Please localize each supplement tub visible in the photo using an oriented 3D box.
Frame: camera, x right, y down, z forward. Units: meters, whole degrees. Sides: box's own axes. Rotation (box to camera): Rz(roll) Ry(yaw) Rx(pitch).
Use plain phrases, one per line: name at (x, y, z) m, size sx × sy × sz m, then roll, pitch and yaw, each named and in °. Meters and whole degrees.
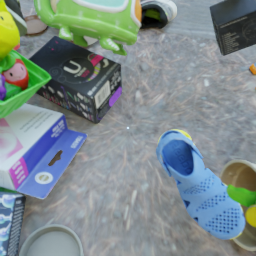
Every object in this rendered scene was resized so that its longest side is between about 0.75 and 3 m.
supplement tub at (-1.919, -4.138, 10.142) m, size 1.543 × 1.543 × 2.137 m, roll -27°, pitch 61°, yaw -16°

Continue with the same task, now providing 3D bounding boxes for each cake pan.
cake pan at (-1.726, 2.938, 6.313) m, size 1.431 × 0.262 × 1.431 m, roll 0°, pitch 57°, yaw 0°

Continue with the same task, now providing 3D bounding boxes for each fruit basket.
fruit basket at (-2.726, -1.426, 5.712) m, size 1.881 × 2.608 × 2.608 m, roll 34°, pitch 61°, yaw -6°

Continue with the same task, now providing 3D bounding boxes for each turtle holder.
turtle holder at (-0.941, -3.067, 7.170) m, size 2.682 × 2.038 × 1.904 m, roll 19°, pitch 103°, yaw 25°

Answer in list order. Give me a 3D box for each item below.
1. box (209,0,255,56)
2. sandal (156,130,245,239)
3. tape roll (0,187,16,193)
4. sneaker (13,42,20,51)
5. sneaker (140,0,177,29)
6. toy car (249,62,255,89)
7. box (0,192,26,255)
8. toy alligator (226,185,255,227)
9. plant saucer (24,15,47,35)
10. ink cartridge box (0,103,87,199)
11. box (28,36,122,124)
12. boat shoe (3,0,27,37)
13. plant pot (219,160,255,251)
box at (2.781, -2.611, 7.009) m, size 1.184 × 1.164 × 0.734 m, roll -17°, pitch 60°, yaw 17°
sandal at (1.239, 0.992, 5.351) m, size 0.972 × 1.065 × 2.445 m, roll -39°, pitch 66°, yaw 7°
tape roll at (-4.389, 1.538, 6.948) m, size 2.996 × 0.720 × 2.996 m, roll 0°, pitch 57°, yaw 0°
sneaker at (-4.549, -2.602, 9.813) m, size 1.641 × 0.605 × 0.712 m, roll -19°, pitch 70°, yaw -5°
sneaker at (0.397, -4.511, 10.671) m, size 2.817 × 1.039 × 1.232 m, roll 18°, pitch 53°, yaw 6°
toy car at (4.489, -1.768, 9.270) m, size 0.632 × 0.428 × 1.288 m, roll 0°, pitch 56°, yaw 0°
box at (-3.181, 2.463, 5.354) m, size 1.853 × 1.337 × 2.497 m, roll 6°, pitch 76°, yaw -11°
toy alligator at (2.198, 1.318, 3.670) m, size 1.920 × 0.521 × 0.569 m, roll 41°, pitch 32°, yaw 19°
plant saucer at (-3.655, -3.953, 10.829) m, size 1.111 × 0.191 × 1.111 m, roll 0°, pitch 58°, yaw 1°
ink cartridge box at (-2.807, 0.272, 7.043) m, size 2.904 × 0.629 × 2.851 m, roll 13°, pitch 30°, yaw 5°
box at (-1.615, -1.492, 8.546) m, size 2.504 × 1.328 × 1.531 m, roll 26°, pitch 61°, yaw 17°
boat shoe at (-3.119, -2.949, 6.184) m, size 0.982 × 2.755 × 0.830 m, roll -16°, pitch 82°, yaw -1°
plant pot at (3.327, 1.650, 6.363) m, size 1.768 × 1.931 × 1.931 m, roll -1°, pitch 56°, yaw -14°
